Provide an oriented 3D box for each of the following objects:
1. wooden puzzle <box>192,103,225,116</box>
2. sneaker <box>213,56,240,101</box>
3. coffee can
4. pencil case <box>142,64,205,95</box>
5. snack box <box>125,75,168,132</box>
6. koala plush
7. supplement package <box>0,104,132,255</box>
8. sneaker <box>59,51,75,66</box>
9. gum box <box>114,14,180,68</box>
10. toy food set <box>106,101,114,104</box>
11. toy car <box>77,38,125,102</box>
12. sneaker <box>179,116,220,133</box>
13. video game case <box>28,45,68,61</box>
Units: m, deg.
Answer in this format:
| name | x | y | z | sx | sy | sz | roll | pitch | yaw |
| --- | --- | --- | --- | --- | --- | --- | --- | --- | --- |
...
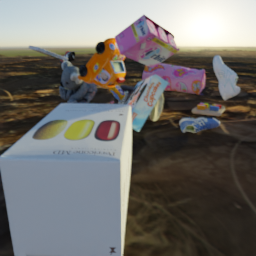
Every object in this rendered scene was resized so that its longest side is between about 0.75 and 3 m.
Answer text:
| name | x | y | z | sx | sy | sz | roll | pitch | yaw |
| --- | --- | --- | --- | --- | --- | --- | --- | --- | --- |
| wooden puzzle | 3.478 | -0.851 | 12.058 | 1.211 | 0.303 | 1.307 | 9 | 20 | 24 |
| sneaker | 4.278 | -2.260 | 12.204 | 0.856 | 2.135 | 0.751 | -20 | -22 | 28 |
| coffee can | 0.412 | -0.978 | 10.816 | 1.592 | 1.165 | 1.165 | 14 | 22 | 26 |
| pencil case | 1.705 | -1.837 | 10.476 | 2.336 | 1.021 | 1.021 | 10 | 20 | 13 |
| snack box | 0.297 | -0.696 | 8.109 | 0.464 | 1.453 | 2.500 | 31 | -1 | -9 |
| koala plush | -1.589 | -1.353 | 8.387 | 1.131 | 1.230 | 1.091 | -28 | 48 | -11 |
| supplement package | -0.807 | 0.679 | 5.196 | 1.697 | 1.634 | 2.983 | 1 | 19 | 2 |
| sneaker | -2.539 | -2.932 | 11.865 | 0.493 | 0.356 | 1.008 | 1 | 45 | 21 |
| gum box | 0.489 | -1.911 | 6.416 | 0.830 | 0.484 | 1.463 | -27 | -17 | 31 |
| toy food set | -0.485 | -1.028 | 12.672 | 1.438 | 0.226 | 0.914 | 2 | 18 | 7 |
| toy car | -0.254 | -1.482 | 7.938 | 0.982 | 1.447 | 2.951 | 51 | 12 | 10 |
| sneaker | 2.381 | -0.055 | 9.357 | 1.325 | 0.502 | 0.510 | -5 | 43 | 14 |
| video game case | -2.747 | -2.557 | 9.587 | 1.035 | 0.125 | 1.135 | 14 | 8 | -38 |
